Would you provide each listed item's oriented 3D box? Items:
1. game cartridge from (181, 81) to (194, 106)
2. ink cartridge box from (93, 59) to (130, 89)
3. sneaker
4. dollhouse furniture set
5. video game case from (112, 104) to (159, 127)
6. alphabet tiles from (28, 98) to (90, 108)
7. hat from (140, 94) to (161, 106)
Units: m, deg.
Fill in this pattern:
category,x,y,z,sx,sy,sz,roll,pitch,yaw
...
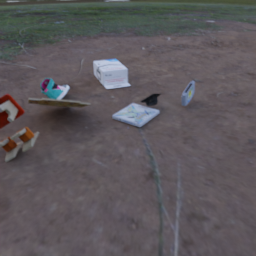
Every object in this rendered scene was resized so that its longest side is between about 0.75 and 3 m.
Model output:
category,x,y,z,sx,sy,sz,roll,pitch,yaw
game cartridge,2.544,-1.424,11.837,0.208,0.687,1.030,22,55,24
ink cartridge box,-0.857,-2.811,14.412,1.335,0.781,2.302,-11,32,-18
sneaker,-3.219,-1.720,12.127,1.071,0.742,1.775,41,16,-16
dollhouse furniture set,-4.312,-0.172,8.614,2.398,2.424,1.249,-28,25,15
video game case,0.318,-0.533,11.100,1.305,0.158,1.432,18,35,31
alphabet tiles,-2.625,-0.913,10.455,2.102,0.080,2.526,3,0,-20
hat,0.977,-1.085,11.462,0.924,0.373,0.924,-19,-9,-3
